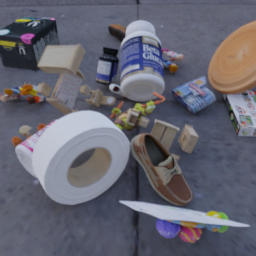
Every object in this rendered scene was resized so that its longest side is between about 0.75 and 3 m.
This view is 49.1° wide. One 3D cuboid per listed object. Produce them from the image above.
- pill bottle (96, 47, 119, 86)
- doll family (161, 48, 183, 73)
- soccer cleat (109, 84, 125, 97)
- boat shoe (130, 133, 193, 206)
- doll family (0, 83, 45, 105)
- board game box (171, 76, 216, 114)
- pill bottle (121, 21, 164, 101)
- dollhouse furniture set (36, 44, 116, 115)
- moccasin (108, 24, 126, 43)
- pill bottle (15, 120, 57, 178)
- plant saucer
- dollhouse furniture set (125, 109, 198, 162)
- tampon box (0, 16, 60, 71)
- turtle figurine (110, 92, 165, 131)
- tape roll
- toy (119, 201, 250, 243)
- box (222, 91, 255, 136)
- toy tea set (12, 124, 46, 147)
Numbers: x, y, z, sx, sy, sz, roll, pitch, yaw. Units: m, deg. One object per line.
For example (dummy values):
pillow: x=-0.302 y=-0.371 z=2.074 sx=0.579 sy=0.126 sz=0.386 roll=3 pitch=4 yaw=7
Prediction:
pill bottle: x=-0.773 y=-2.362 z=10.770 sx=0.773 sy=1.382 sz=0.773 roll=10 pitch=16 yaw=-3
doll family: x=1.440 y=-2.873 z=12.154 sx=2.231 sy=1.006 sz=1.385 roll=-4 pitch=32 yaw=-37
soccer cleat: x=-0.229 y=-1.341 z=10.401 sx=1.000 sy=0.349 sz=0.432 roll=14 pitch=14 yaw=-23
boat shoe: x=0.852 y=1.010 z=6.865 sx=0.798 sy=0.756 sz=2.106 roll=-39 pitch=85 yaw=-26
doll family: x=-3.839 y=-1.286 z=9.997 sx=1.668 sy=0.752 sz=1.035 roll=5 pitch=18 yaw=10
board game box: x=2.449 y=-1.260 z=10.017 sx=1.292 sy=0.399 sz=1.293 roll=-32 pitch=44 yaw=-7
pill bottle: x=0.484 y=-2.484 z=10.191 sx=1.519 sy=1.519 sz=2.734 roll=-1 pitch=65 yaw=-1
dollhouse furniture set: x=-1.498 y=-1.149 z=8.769 sx=1.216 sy=2.747 sz=1.424 roll=9 pitch=70 yaw=29
moccasin: x=-0.289 y=-5.012 z=14.797 sx=0.821 sy=0.777 sz=2.126 roll=-25 pitch=36 yaw=-15
pill bottle: x=-1.925 y=0.410 z=7.338 sx=0.989 sy=0.989 sz=1.745 roll=26 pitch=49 yaw=28
plant saucer: x=4.086 y=-2.597 z=10.059 sx=0.477 sy=2.957 sz=2.957 roll=30 pitch=30 yaw=-28
dollhouse furniture set: x=0.823 y=0.212 z=8.059 sx=1.990 sy=1.031 sz=0.881 roll=20 pitch=16 yaw=-5
tampon box: x=-4.507 y=-3.936 z=12.832 sx=1.799 sy=1.516 sz=2.401 roll=9 pitch=41 yaw=10
turtle figurine: x=-0.138 y=-0.223 z=8.535 sx=2.016 sy=0.805 sz=2.500 roll=-35 pitch=18 yaw=-35
tape roll: x=-1.060 y=0.724 z=6.653 sx=2.231 sy=2.231 sz=0.780 roll=-23 pitch=43 yaw=-25
toy: x=1.107 y=1.914 z=5.558 sx=2.357 sy=0.556 sz=1.357 roll=13 pitch=-8 yaw=-32
box: x=4.110 y=-0.559 z=9.649 sx=1.200 sy=0.379 sz=2.181 roll=1 pitch=40 yaw=2
toy tea set: x=-2.964 y=0.285 z=8.662 sx=1.195 sy=0.442 sz=0.710 roll=-6 pitch=56 yaw=-4
